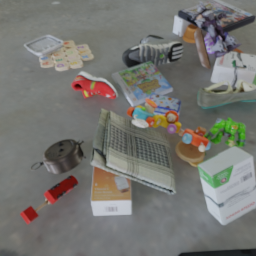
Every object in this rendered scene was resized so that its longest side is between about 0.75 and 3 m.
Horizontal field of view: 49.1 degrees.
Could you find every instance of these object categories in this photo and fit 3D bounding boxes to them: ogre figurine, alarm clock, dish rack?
[{"bbox_3d":[2.865,0.133,8.088,1.240,0.743,0.608,17,22,11],"label":"ogre figurine"},{"bbox_3d":[-1.952,0.806,7.703,1.576,0.525,1.063,-23,31,-1],"label":"alarm clock"},{"bbox_3d":[-3.750,-3.642,12.569,1.397,0.354,1.628,-34,47,-25],"label":"dish rack"}]

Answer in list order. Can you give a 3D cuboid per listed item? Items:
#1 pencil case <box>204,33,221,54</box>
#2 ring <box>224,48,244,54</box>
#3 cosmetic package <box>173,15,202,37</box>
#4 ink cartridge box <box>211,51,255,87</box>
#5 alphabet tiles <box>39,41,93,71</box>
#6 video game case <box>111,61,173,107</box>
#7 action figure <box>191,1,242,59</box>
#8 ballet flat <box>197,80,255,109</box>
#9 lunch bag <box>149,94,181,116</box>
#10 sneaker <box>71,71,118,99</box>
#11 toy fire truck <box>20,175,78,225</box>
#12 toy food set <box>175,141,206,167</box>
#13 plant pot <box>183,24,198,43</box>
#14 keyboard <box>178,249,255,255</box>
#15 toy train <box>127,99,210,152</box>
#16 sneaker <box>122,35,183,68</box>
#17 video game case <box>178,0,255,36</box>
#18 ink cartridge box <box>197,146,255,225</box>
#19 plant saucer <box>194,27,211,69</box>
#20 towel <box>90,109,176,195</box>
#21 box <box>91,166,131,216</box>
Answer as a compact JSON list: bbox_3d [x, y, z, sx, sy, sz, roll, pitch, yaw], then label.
[{"bbox_3d":[3.979,-4.155,12.889,0.804,0.818,1.915,43,48,-16],"label":"pencil case"},{"bbox_3d":[4.600,-3.294,12.519,1.121,0.108,1.121,1,43,-1],"label":"ring"},{"bbox_3d":[3.137,-5.307,14.073,1.757,0.893,0.650,-23,48,-24],"label":"cosmetic package"},{"bbox_3d":[4.328,-2.261,10.907,1.907,0.804,1.393,14,45,13],"label":"ink cartridge box"},{"bbox_3d":[-2.775,-3.249,12.421,2.270,0.169,2.321,-13,46,-13],"label":"alphabet tiles"},{"bbox_3d":[0.521,-1.698,10.480,1.766,0.195,1.608,-23,62,-21],"label":"video game case"},{"bbox_3d":[3.098,-3.635,10.070,1.393,0.743,2.141,-31,90,-22],"label":"action figure"},{"bbox_3d":[3.640,-1.233,9.559,2.558,0.815,0.862,-8,19,-1],"label":"ballet flat"},{"bbox_3d":[1.224,-0.673,9.528,1.171,0.442,0.938,13,47,15],"label":"lunch bag"},{"bbox_3d":[-1.245,-1.358,10.177,1.986,0.765,0.843,23,62,30],"label":"sneaker"},{"bbox_3d":[-1.881,1.714,6.825,0.319,0.923,1.309,50,30,5],"label":"toy fire truck"},{"bbox_3d":[1.809,0.682,8.122,0.883,0.215,0.874,20,46,16],"label":"toy food set"},{"bbox_3d":[3.122,-4.581,13.487,0.894,0.626,0.894,0,43,0],"label":"plant pot"},{"bbox_3d":[2.286,2.867,5.109,2.895,0.574,1.507,-11,40,16],"label":"keyboard"},{"bbox_3d":[1.183,-0.164,7.922,2.399,0.667,1.802,20,12,-20],"label":"toy train"},{"bbox_3d":[0.726,-3.270,11.921,2.977,1.117,1.719,-15,40,-30],"label":"sneaker"},{"bbox_3d":[4.155,-5.263,13.199,2.695,0.344,2.436,-27,53,-25],"label":"video game case"},{"bbox_3d":[2.328,1.339,6.472,1.084,1.478,0.614,-24,26,-11],"label":"ink cartridge box"},{"bbox_3d":[3.006,-3.222,11.406,0.326,1.783,1.783,-13,40,20],"label":"plant saucer"},{"bbox_3d":[0.187,0.496,7.382,2.317,0.400,2.231,22,36,-15],"label":"towel"},{"bbox_3d":[-0.409,1.483,7.067,0.951,0.664,1.249,-2,44,-1],"label":"box"}]
